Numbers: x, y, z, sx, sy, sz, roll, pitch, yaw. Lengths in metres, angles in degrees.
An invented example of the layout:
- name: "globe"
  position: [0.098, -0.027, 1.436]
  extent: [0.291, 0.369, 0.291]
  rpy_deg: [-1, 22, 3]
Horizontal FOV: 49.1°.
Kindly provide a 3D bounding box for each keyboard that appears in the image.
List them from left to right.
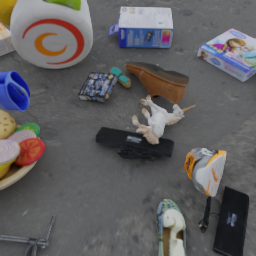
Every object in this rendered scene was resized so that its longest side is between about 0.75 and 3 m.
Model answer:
- name: "keyboard"
  position: [0.118, 0.535, 7.775]
  extent: [2.180, 0.432, 1.134]
  rpy_deg: [10, 27, 12]
- name: "keyboard"
  position: [2.202, 2.075, 6.488]
  extent: [1.049, 0.170, 1.652]
  rpy_deg: [22, 52, 9]

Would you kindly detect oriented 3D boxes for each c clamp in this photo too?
- name: "c clamp"
  position: [-2.616, 2.569, 5.942]
  extent: [1.837, 0.249, 1.569]
  rpy_deg: [2, 36, -1]

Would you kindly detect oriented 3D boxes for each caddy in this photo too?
- name: "caddy"
  position: [-3.131, -0.997, 7.687]
  extent: [0.662, 1.261, 0.891]
  rpy_deg: [0, 64, 9]

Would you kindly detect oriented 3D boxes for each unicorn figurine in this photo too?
- name: "unicorn figurine"
  position: [0.876, -0.299, 7.940]
  extent: [1.310, 0.704, 1.907]
  rpy_deg: [42, 63, -18]

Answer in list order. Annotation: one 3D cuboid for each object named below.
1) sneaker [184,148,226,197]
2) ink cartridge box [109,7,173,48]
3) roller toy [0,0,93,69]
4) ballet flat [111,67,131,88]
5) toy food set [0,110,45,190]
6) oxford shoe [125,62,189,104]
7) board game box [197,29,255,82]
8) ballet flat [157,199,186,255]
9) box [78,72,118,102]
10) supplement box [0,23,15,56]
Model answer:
- name: "sneaker"
  position: [1.714, 0.925, 6.504]
  extent: [0.905, 2.344, 0.917]
  rpy_deg: [14, 95, 21]
- name: "ink cartridge box"
  position: [0.479, -4.056, 11.241]
  extent: [2.475, 0.945, 1.689]
  rpy_deg: [3, 49, 0]
- name: "roller toy"
  position: [-2.615, -3.524, 9.555]
  extent: [2.856, 2.605, 1.995]
  rpy_deg: [-18, 60, 11]
- name: "ballet flat"
  position: [-0.255, -1.710, 9.649]
  extent: [0.369, 0.339, 1.076]
  rpy_deg: [-37, 50, -1]
- name: "toy food set"
  position: [-3.565, 0.585, 7.053]
  extent: [2.834, 0.697, 2.864]
  rpy_deg: [16, 38, 22]
- name: "oxford shoe"
  position: [0.729, -1.556, 9.147]
  extent: [1.000, 0.999, 2.803]
  rpy_deg: [-6, 29, -33]
- name: "board game box"
  position: [4.099, -2.810, 10.516]
  extent: [2.076, 0.428, 2.081]
  rpy_deg: [-34, 57, -26]
- name: "ballet flat"
  position: [0.985, 2.329, 5.923]
  extent: [0.717, 0.717, 1.932]
  rpy_deg: [2, 51, 1]
- name: "box"
  position: [-0.975, -1.340, 9.090]
  extent: [1.008, 0.252, 1.016]
  rpy_deg: [10, 63, 25]
- name: "supplement box"
  position: [-5.371, -3.208, 10.694]
  extent: [1.817, 0.668, 1.145]
  rpy_deg: [-33, 58, -26]
